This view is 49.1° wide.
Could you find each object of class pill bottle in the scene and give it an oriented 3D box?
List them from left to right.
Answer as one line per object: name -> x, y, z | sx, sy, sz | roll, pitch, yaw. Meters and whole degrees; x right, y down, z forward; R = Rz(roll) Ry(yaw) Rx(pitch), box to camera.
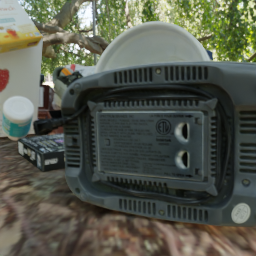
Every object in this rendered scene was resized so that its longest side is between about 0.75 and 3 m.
pill bottle -> -2.255, -0.139, 5.693 | 0.560, 0.560, 1.011 | -5, -29, -29

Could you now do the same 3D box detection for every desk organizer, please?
desk organizer -> -1.263, -0.169, 7.767 | 1.842, 0.709, 0.661 | -7, 10, -34

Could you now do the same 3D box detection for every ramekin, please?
ramekin -> 0.603, -0.738, 5.841 | 2.518, 2.518, 1.322 | 5, -2, 29

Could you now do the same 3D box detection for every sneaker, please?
sneaker -> -1.372, -0.946, 7.400 | 1.040, 1.116, 2.815 | -26, 32, -26

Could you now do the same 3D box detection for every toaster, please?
toaster -> 0.520, 0.081, 3.616 | 2.918, 1.658, 1.885 | 0, 6, 24

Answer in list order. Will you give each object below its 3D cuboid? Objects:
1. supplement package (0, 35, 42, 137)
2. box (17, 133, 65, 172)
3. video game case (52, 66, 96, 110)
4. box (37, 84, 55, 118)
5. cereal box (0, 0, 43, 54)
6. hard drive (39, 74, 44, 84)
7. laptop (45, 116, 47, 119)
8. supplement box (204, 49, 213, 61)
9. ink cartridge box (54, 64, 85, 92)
supplement package -> -3.367, -1.265, 7.302 | 1.610, 2.656, 1.591 | -7, 25, -40
box -> -1.363, 0.410, 5.523 | 1.203, 0.327, 1.501 | -7, 12, -36
video game case -> -1.005, -1.487, 9.501 | 2.403, 0.313, 2.640 | -3, 35, 13
box -> -3.257, -0.902, 10.042 | 1.257, 0.940, 2.510 | 0, -1, -6
cereal box -> -2.972, -2.542, 5.961 | 0.393, 1.990, 1.432 | -34, 1, 42
hard drive -> -3.466, -1.537, 8.932 | 1.419, 0.233, 0.990 | 0, -4, -22
laptop -> -1.821, -0.496, 9.223 | 1.366, 0.846, 1.459 | -7, -29, -34
supplement box -> 0.952, -0.914, 7.523 | 2.262, 2.259, 1.518 | 5, 11, 29
ink cartridge box -> -2.421, -1.665, 12.387 | 1.122, 1.987, 2.707 | 12, 3, -27
